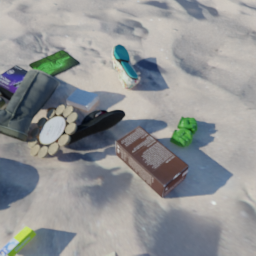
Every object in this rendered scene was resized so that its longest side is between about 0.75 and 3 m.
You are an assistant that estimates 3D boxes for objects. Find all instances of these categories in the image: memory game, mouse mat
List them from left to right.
[{"bbox_3d":[-2.752,0.103,10.247,2.279,0.145,2.279,-18,49,22],"label":"memory game"},{"bbox_3d":[-3.662,-3.173,13.900,2.057,0.077,1.655,-35,57,-26],"label":"mouse mat"}]

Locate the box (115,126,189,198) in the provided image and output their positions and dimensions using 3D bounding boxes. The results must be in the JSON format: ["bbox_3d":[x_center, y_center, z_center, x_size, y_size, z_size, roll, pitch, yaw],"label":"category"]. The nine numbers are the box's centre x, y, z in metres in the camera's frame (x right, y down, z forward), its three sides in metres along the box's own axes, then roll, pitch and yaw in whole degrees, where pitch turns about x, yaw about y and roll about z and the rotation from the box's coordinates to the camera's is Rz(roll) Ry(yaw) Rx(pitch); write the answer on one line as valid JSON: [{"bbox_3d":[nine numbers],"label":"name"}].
[{"bbox_3d":[0.758,1.098,9.548,1.182,0.884,2.360,-33,54,-26],"label":"box"}]

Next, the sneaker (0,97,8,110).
[{"bbox_3d":[-5.493,-0.778,11.347,0.433,0.579,1.290,2,44,27],"label":"sneaker"}]

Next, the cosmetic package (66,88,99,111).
[{"bbox_3d":[-1.943,-1.212,11.930,1.117,0.289,0.842,20,50,23],"label":"cosmetic package"}]

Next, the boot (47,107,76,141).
[{"bbox_3d":[-2.895,-0.133,10.899,1.450,0.556,1.126,33,54,13],"label":"boot"}]

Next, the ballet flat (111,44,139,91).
[{"bbox_3d":[-0.289,-2.809,12.989,1.022,0.864,2.703,7,46,-28],"label":"ballet flat"}]

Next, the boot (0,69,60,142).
[{"bbox_3d":[-4.361,-1.108,10.800,2.571,1.026,2.828,21,74,-6],"label":"boot"}]

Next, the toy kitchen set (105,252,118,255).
[{"bbox_3d":[-0.439,3.974,7.279,0.600,0.816,1.019,-26,19,14],"label":"toy kitchen set"}]

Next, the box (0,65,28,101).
[{"bbox_3d":[-4.671,-1.786,12.194,1.990,0.785,1.404,27,51,22],"label":"box"}]

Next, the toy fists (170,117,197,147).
[{"bbox_3d":[2.184,0.123,10.658,0.746,0.503,1.463,21,50,17],"label":"toy fists"}]

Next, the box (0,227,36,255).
[{"bbox_3d":[-3.086,3.210,7.797,0.958,0.228,0.584,-42,20,-33],"label":"box"}]

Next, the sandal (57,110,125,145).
[{"bbox_3d":[-1.387,-0.213,10.530,2.756,1.036,0.660,-22,67,-18],"label":"sandal"}]
